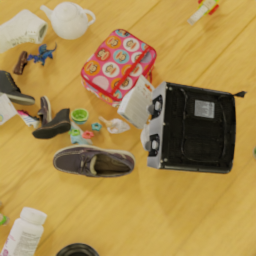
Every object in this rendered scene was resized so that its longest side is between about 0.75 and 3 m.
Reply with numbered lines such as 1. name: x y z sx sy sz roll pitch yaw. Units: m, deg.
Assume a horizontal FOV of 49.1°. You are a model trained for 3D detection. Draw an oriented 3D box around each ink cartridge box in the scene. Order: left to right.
1. ink cartridge box: 0.390 -0.925 10.212 0.454 1.294 1.592 4 66 41

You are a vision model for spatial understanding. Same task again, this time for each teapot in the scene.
1. teapot: -2.382 -4.455 11.291 1.608 1.174 1.587 -35 77 -11

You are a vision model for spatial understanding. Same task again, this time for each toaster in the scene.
1. toaster: 2.084 0.065 9.161 2.987 1.772 2.701 6 84 -16

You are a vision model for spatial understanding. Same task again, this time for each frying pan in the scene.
1. frying pan: -2.136 4.789 8.778 2.824 0.460 1.708 -24 71 -12

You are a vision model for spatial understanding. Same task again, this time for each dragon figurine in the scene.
1. dragon figurine: -3.238 -2.936 10.966 0.478 0.808 1.624 42 66 0

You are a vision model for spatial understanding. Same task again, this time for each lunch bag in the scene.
1. lunch bag: -0.211 -2.166 10.681 2.413 1.122 2.739 34 74 5

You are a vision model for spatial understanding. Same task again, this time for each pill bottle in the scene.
1. pill bottle: -3.316 3.492 8.968 0.948 0.948 1.672 20 77 6

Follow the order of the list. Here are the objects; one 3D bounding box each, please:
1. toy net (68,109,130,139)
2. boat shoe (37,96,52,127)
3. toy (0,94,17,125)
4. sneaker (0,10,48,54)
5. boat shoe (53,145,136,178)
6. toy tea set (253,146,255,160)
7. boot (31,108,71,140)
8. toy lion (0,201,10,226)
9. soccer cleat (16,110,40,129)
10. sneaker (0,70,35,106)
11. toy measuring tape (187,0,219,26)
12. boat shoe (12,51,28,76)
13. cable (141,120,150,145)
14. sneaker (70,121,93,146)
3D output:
1. toy net: -1.006 -0.104 10.121 2.178 0.421 1.143 5 44 -4
2. boat shoe: -3.134 -0.531 10.417 0.459 0.510 1.417 -5 76 -35
3. toy: -4.823 -0.509 10.395 1.472 0.348 0.848 -33 90 9
4. sneaker: -4.233 -3.617 11.080 1.350 0.860 2.335 32 72 13
5. boat shoe: -1.190 1.193 9.608 2.917 0.945 1.049 5 96 0
6. toy tea set: 5.393 1.152 9.672 1.682 1.047 2.828 -11 74 -3
7. boot: -2.738 -0.169 10.187 1.441 0.558 0.997 -12 47 5
8. toy lion: -4.606 3.117 9.186 1.223 0.438 1.276 -42 51 -8
9. soccer cleat: -3.787 -0.321 10.477 1.089 0.380 0.470 25 104 18
10. sneaker: -4.374 -1.553 10.627 1.992 0.745 1.058 15 76 5
11. toy measuring tape: 3.025 -4.788 11.443 0.910 0.910 2.474 37 68 10
12. boat shoe: -4.183 -2.556 11.109 0.392 0.393 1.115 12 70 6
13. cable: 1.019 0.384 10.250 1.124 0.389 1.124 19 76 6
14. sneaker: -1.942 0.270 10.221 1.367 0.505 0.560 43 72 12
